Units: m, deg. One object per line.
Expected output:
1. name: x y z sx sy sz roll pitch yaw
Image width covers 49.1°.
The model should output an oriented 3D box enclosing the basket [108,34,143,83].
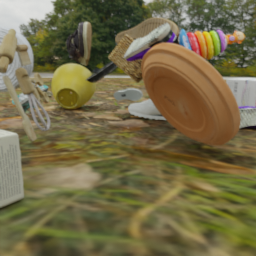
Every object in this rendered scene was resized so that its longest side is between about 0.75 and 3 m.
1. basket: 0.159 -2.106 8.634 1.225 0.912 0.874 41 13 2

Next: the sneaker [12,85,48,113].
1. sneaker: -3.598 -1.085 10.492 0.571 0.671 1.471 26 51 36

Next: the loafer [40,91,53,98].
1. loafer: -3.533 -1.319 11.147 1.106 0.378 0.418 6 -4 -41

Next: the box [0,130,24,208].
1. box: -2.714 0.767 3.395 0.915 1.099 2.675 9 14 37

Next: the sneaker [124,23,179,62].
1. sneaker: 0.617 -1.937 7.229 0.851 0.595 1.711 39 -29 -27

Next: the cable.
1. cable: -3.150 -1.666 6.818 1.586 1.587 0.549 15 9 -3

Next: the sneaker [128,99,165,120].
1. sneaker: 1.168 -0.830 10.558 2.427 0.977 0.927 5 16 20

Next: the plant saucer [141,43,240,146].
1. plant saucer: 1.253 -0.634 6.397 0.439 2.720 2.720 -40 27 -16

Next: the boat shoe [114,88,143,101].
1. boat shoe: 0.057 -1.360 11.068 1.381 0.488 0.440 5 28 39

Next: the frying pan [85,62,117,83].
1. frying pan: -1.306 -2.254 11.802 1.593 0.429 2.633 -43 16 -29

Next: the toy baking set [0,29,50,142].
1. toy baking set: -2.054 -0.924 5.773 0.274 1.808 2.356 -20 41 6

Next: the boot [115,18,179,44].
1. boot: 1.078 -2.610 9.225 2.165 0.942 2.603 22 -7 -42

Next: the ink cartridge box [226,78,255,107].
1. ink cartridge box: 5.239 -1.296 11.606 1.408 1.433 1.946 -5 15 -23

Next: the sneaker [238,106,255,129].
1. sneaker: 4.185 -0.394 9.104 2.276 0.791 1.132 4 13 17

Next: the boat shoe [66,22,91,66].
1. boat shoe: -0.947 -1.564 5.334 0.468 0.520 1.445 6 -5 -9

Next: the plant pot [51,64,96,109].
1. plant pot: -2.600 -1.686 12.786 2.075 2.075 1.473 0 33 1

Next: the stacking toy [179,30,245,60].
1. stacking toy: 2.611 -2.577 8.639 1.964 1.140 1.078 -13 -17 6
